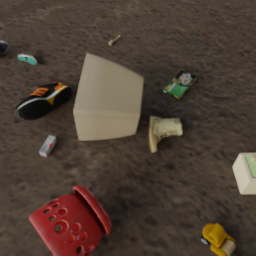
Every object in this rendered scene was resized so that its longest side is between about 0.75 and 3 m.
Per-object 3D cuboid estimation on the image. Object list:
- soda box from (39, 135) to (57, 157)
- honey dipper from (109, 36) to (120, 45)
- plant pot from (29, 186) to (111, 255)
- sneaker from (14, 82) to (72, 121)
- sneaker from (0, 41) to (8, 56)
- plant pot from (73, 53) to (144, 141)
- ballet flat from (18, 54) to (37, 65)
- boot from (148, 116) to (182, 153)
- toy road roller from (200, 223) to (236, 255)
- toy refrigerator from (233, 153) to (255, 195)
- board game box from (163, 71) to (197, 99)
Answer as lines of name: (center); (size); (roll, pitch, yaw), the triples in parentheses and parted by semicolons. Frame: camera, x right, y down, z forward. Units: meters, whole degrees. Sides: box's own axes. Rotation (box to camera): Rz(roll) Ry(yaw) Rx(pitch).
soda box: (-3.000, 0.680, 10.512); (0.280, 0.260, 0.821); (14, 53, 11)
honey dipper: (-0.704, -4.692, 14.911); (0.176, 0.176, 0.929); (26, 54, 19)
plant pot: (-1.513, 2.729, 7.805); (1.710, 1.878, 1.878); (-33, 58, -24)
sneaker: (-3.634, -1.174, 11.567); (1.167, 0.907, 2.595); (30, 45, 30)
sneaker: (-6.642, -3.719, 13.844); (1.570, 0.616, 0.623); (-29, 51, -8)
plant pot: (-0.618, -0.910, 10.275); (2.147, 2.422, 2.425); (8, 64, -1)
ballet flat: (-4.875, -3.415, 13.752); (1.142, 0.396, 0.396); (18, 53, 18)
boot: (1.420, 0.230, 10.668); (1.283, 0.601, 1.651); (2, 47, 4)
toy road roller: (2.646, 3.227, 8.160); (0.994, 0.726, 0.611); (34, 59, 24)
toy refrigerator: (5.200, 1.487, 9.377); (2.901, 1.015, 1.101); (-1, 51, 0)
board game box: (2.354, -1.979, 12.715); (0.853, 0.191, 1.628); (31, 58, 20)
